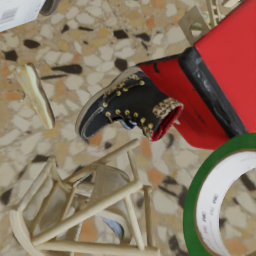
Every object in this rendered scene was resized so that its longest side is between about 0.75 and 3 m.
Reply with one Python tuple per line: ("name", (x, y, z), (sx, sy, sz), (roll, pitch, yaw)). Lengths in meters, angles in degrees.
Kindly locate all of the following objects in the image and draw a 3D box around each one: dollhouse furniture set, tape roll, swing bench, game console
("dollhouse furniture set", (2.722, -2.856, 7.345), (2.013, 1.780, 1.119), (-18, 79, -45))
("tape roll", (2.012, 1.348, 4.784), (0.620, 2.581, 2.581), (28, 64, -20))
("swing bench", (-0.670, 1.348, 5.313), (2.168, 2.156, 1.407), (-13, 106, 5))
("game console", (1.909, -0.890, 5.928), (2.399, 2.784, 1.652), (4, 53, 53))

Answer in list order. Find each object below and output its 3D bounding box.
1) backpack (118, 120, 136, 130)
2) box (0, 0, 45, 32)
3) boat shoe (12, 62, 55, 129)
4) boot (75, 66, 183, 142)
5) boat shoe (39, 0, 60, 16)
("backpack", (0.008, -0.496, 6.475), (0.654, 0.887, 0.972), (-30, 81, -32))
("box", (-2.522, -2.833, 5.943), (1.301, 1.295, 0.851), (-40, 101, -37))
("boat shoe", (-1.803, -0.548, 5.307), (0.493, 0.464, 1.296), (-21, 94, -10))
("boot", (0.003, -0.210, 5.132), (1.769, 0.647, 1.332), (-44, 62, -11))
("boat shoe", (-2.162, -4.292, 7.583), (0.884, 2.643, 0.753), (23, 35, -6))
